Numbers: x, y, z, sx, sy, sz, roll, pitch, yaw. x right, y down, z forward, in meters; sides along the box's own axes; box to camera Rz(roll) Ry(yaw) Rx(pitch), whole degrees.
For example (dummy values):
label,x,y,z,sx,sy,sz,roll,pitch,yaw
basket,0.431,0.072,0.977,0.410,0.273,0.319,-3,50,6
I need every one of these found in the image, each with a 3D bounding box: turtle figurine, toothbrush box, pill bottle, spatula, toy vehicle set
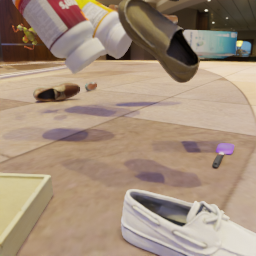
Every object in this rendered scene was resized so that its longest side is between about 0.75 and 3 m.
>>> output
label,x,y,z,sx,sy,sz,roll,pitch,yaw
turtle figurine,-3.217,-3.205,9.279,0.389,0.975,1.209,29,-11,23
toothbrush box,1.658,-1.776,5.999,1.065,0.454,0.780,4,7,-1
pill bottle,-1.239,-3.477,9.467,2.741,1.497,1.497,33,25,11
pill bottle,-1.611,-2.488,6.756,1.200,2.190,1.200,-37,9,7
spatula,2.018,0.588,6.080,0.362,0.132,1.281,7,18,29
toy vehicle set,-2.620,1.130,3.815,2.719,0.360,1.689,1,16,4

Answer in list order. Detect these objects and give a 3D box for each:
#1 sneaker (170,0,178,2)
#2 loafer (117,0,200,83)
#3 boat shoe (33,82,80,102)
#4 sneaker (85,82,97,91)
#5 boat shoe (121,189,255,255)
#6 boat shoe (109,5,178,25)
label,x,y,z,sx,sy,sz,roll,pitch,yaw
sneaker,0.308,-2.793,4.129,0.695,1.042,1.819,-14,55,-47
loafer,0.541,-1.424,4.339,0.621,1.634,0.551,-52,11,-19
boat shoe,-3.081,-1.504,12.244,2.024,0.767,0.727,-15,24,-15
sneaker,-2.141,-2.264,15.319,0.488,0.436,1.221,-3,12,17
boat shoe,0.797,1.170,3.188,1.964,0.642,0.723,7,18,22
boat shoe,0.551,-4.229,10.578,2.785,1.000,1.054,-4,10,-13
